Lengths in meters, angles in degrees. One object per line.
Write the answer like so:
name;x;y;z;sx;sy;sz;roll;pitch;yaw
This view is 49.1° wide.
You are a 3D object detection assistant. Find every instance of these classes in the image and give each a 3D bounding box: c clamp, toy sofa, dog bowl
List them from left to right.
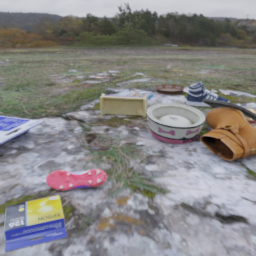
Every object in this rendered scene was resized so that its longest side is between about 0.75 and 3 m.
toy sofa;-0.191;-1.105;13.227;2.213;0.916;1.080;3;22;8
dog bowl;1.760;-0.172;10.659;2.199;0.811;2.199;2;28;-1
c clamp;4.361;-0.649;11.370;2.228;0.353;2.608;18;4;-31

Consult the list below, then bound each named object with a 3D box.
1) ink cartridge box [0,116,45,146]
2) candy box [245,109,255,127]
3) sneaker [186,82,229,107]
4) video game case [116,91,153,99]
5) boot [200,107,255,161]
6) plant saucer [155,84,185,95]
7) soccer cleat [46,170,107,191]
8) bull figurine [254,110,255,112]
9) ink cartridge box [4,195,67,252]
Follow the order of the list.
ink cartridge box;-4.974;0.277;10.058;2.870;0.674;2.836;8;21;16
candy box;5.070;-0.388;11.966;0.973;0.466;1.685;1;21;2
sneaker;4.142;-1.729;14.437;2.221;1.205;0.778;1;21;2
video game case;0.320;-1.832;16.176;1.886;0.168;1.350;10;23;25
boot;3.305;0.136;9.825;2.278;1.085;2.945;-17;24;-29
plant saucer;2.572;-2.368;17.370;1.863;0.321;1.863;1;21;0
soccer cleat;-1.359;1.389;7.455;1.610;0.537;0.616;-7;-19;7
bull figurine;6.024;-0.550;12.536;0.721;0.387;1.188;4;23;0
ink cartridge box;-2.012;1.994;6.044;1.208;0.287;1.222;-7;20;-19
